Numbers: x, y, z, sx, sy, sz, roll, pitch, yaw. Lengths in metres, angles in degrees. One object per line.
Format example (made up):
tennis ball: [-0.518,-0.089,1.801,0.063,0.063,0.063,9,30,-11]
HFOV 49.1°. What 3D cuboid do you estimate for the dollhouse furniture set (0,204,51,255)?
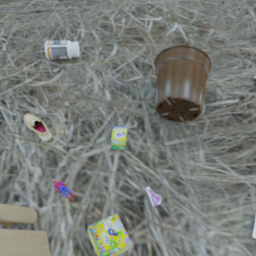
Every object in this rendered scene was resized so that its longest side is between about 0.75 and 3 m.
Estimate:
dollhouse furniture set: [-4.495,3.771,9.438,2.628,2.141,2.499,-36,54,17]

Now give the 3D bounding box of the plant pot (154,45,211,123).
plant pot: [2.279,-1.802,12.333,2.595,2.595,2.569,8,62,6]

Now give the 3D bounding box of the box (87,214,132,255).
box: [-0.634,3.652,9.282,1.080,0.684,1.122,-17,56,-22]

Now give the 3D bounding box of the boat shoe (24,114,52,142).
boat shoe: [-3.962,-0.150,12.166,1.765,0.610,0.651,37,62,24]

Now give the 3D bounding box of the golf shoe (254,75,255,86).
golf shoe: [7.008,-2.344,13.792,1.521,0.587,0.670,13,48,9]

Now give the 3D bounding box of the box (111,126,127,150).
box: [-0.393,0.429,11.977,0.629,0.259,1.071,3,56,3]

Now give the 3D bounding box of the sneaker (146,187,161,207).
sneaker: [0.986,2.492,10.401,0.440,0.280,0.773,-29,66,11]

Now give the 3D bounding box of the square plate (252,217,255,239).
square plate: [4.856,3.539,9.752,0.967,0.138,0.958,20,61,9]

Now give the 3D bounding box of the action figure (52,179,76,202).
action figure: [-2.494,2.305,10.624,1.151,0.297,0.377,33,63,24]

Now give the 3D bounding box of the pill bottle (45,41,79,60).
pill bottle: [-3.475,-4.120,14.814,1.670,0.972,0.972,-1,54,-2]
